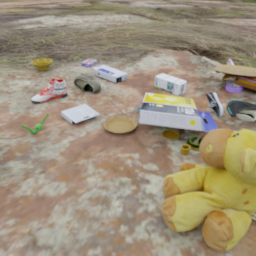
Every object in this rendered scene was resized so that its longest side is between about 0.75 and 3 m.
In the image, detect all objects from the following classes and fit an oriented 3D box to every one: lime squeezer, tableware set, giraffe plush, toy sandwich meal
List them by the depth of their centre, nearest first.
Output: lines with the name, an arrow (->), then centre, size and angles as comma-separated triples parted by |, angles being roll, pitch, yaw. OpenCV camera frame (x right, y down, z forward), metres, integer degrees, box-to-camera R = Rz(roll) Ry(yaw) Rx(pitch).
giraffe plush -> 2.351, 1.069, 6.382 | 2.961, 2.401, 2.555 | 8, 32, 6
tableware set -> 1.908, 0.232, 9.841 | 1.409, 0.321, 2.091 | -2, 33, -3
lime squeezer -> -3.369, -0.083, 10.184 | 0.276, 0.516, 1.463 | -1, 19, 27
toy sandwich meal -> 5.382, -2.430, 13.441 | 2.598, 0.890, 2.598 | 5, 19, -2

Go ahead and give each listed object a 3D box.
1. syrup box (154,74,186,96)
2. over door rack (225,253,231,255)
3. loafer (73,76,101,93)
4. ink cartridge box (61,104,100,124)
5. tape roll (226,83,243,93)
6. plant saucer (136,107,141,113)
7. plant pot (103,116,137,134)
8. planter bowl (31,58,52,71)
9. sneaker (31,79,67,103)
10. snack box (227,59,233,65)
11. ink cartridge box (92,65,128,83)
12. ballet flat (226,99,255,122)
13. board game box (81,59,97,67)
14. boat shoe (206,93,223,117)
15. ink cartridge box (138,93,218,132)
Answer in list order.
syrup box -> 1.993, -2.060, 13.253 | 0.592, 0.572, 1.453 | -27, 41, -37
over door rack -> 2.165, 2.858, 5.589 | 0.555, 0.250, 0.751 | -19, 15, -40
loafer -> -2.005, -2.029, 13.203 | 1.546, 0.581, 0.538 | 18, 32, 25
ink cartridge box -> -1.877, -0.497, 11.078 | 1.124, 0.248, 1.145 | -22, 40, -33
tape roll -> 5.055, -1.905, 13.322 | 0.754, 0.248, 0.754 | 0, 32, 0
plant saucer -> 1.436, -0.852, 11.692 | 2.229, 0.211, 0.779 | -17, 36, -27
plant pot -> -0.293, -0.088, 10.481 | 1.243, 0.171, 1.243 | -1, 31, 1
planter bowl -> -4.773, -3.478, 15.616 | 1.161, 0.484, 1.161 | 0, 31, 0
sneaker -> -3.517, -1.670, 12.345 | 1.639, 0.878, 0.547 | -16, 35, -24
snack box -> 5.678, -3.424, 15.544 | 0.157, 0.465, 1.293 | 4, 32, 6
ink cartridge box -> -0.994, -2.853, 14.672 | 1.835, 0.360, 0.913 | 28, 38, 33
ballet flat -> 4.855, -0.533, 10.626 | 2.311, 0.786, 0.790 | 4, 58, -4
board game box -> -2.284, -3.796, 16.407 | 0.545, 0.181, 0.810 | 17, 36, 24
boat shoe -> 3.472, -0.938, 11.338 | 0.419, 0.453, 1.226 | -2, 59, -9
ink cartridge box -> 1.831, -0.611, 10.160 | 2.697, 0.634, 2.666 | 6, 19, 5
